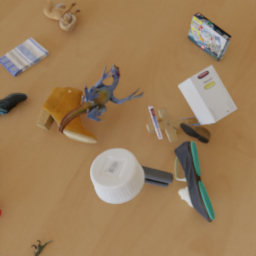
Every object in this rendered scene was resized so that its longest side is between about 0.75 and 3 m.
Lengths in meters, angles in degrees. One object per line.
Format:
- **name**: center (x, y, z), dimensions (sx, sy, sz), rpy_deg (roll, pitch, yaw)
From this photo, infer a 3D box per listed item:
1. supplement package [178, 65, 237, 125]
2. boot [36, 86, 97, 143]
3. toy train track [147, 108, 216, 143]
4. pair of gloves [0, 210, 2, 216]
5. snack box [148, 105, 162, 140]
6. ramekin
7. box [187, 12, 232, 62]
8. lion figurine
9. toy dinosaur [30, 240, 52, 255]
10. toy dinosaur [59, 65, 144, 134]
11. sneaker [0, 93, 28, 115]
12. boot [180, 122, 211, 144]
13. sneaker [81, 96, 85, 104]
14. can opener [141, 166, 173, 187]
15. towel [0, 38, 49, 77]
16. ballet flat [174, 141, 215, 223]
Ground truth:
- **supplement package**: center (2.716, -1.085, 9.788), dimensions (0.943, 1.324, 1.700), rpy_deg (-31, 91, -6)
- **boot**: center (-2.036, -0.580, 10.493), dimensions (2.574, 0.906, 1.843), rpy_deg (18, 71, 13)
- **toy train track**: center (2.035, -0.089, 10.726), dimensions (2.717, 0.442, 1.558), rpy_deg (-8, 55, -11)
- **pair of gloves**: center (-5.509, 2.298, 9.361), dimensions (2.190, 0.310, 2.724), rpy_deg (-18, 62, -15)
- **snack box**: center (0.926, -0.187, 9.502), dimensions (0.138, 0.408, 1.134), rpy_deg (-18, 107, 3)
- **ramekin**: center (-0.312, 1.207, 7.369), dimensions (1.396, 0.680, 1.396), rpy_deg (-9, 48, 10)
- **box**: center (3.488, -3.952, 12.216), dimensions (0.359, 1.300, 1.904), rpy_deg (-36, 68, -17)
- **lion figurine**: center (-3.297, -5.463, 13.384), dimensions (2.449, 0.888, 1.500), rpy_deg (25, 72, 28)
- **toy dinosaur**: center (-2.811, 3.749, 8.797), dimensions (0.372, 0.200, 0.844), rpy_deg (44, 69, 5)
- **toy dinosaur**: center (-1.059, -1.347, 10.065), dimensions (2.974, 1.562, 2.699), rpy_deg (-19, 19, 10)
- **sneaker**: center (-4.760, -0.886, 11.089), dimensions (1.684, 0.617, 0.690), rpy_deg (-20, 80, -4)
- **boot**: center (2.494, 0.093, 10.382), dimensions (1.220, 0.449, 0.460), rpy_deg (31, 59, 2)
- **sneaker**: center (-1.413, -1.100, 10.619), dimensions (0.373, 1.059, 0.400), rpy_deg (-9, 99, 22)
- **can opener**: center (0.378, 1.405, 9.383), dimensions (2.388, 0.628, 0.794), rpy_deg (19, 50, -14)
- **towel**: center (-4.647, -3.184, 12.426), dimensions (1.879, 0.224, 1.380), rpy_deg (-41, 69, -19)
- **ballet flat**: center (2.116, 1.818, 9.474), dimensions (1.014, 1.014, 2.775), rpy_deg (-8, 68, -4)
